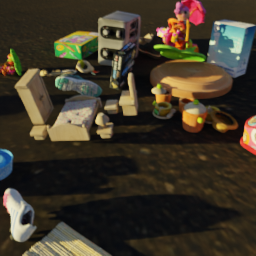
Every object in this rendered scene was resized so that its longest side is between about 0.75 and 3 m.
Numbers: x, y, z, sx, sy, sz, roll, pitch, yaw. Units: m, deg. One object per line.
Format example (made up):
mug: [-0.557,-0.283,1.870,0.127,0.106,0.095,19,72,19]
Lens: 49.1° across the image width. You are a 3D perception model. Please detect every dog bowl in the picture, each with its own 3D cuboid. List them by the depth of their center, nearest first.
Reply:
dog bowl: [-3.102,0.962,5.912,0.781,0.347,1.401,24,40,33]

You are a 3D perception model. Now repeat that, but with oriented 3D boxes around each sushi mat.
sushi mat: [-0.707,2.134,4.268,1.831,0.111,0.876,21,39,29]

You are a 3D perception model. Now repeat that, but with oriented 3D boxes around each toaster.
toaster: [-0.362,-3.862,12.147,1.287,1.962,2.169,15,34,14]

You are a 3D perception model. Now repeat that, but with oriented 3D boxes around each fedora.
fedora: [2.521,-0.133,7.547,0.844,0.344,0.844,12,34,-9]

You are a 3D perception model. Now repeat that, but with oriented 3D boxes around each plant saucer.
plant saucer: [2.319,-1.935,10.417,3.001,0.484,3.001,0,32,0]

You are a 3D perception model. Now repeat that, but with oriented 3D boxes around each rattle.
rattle: [-1.674,-2.276,11.298,0.888,0.634,0.578,24,43,-13]

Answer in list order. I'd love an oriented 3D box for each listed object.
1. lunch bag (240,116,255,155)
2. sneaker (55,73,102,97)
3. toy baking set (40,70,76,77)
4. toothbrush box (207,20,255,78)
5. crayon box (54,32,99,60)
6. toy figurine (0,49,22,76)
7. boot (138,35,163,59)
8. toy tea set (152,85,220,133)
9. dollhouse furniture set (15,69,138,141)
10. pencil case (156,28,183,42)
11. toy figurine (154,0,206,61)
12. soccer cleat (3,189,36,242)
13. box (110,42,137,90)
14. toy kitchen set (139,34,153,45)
lunch bag: [3.836,0.286,6.424,1.974,0.809,1.739,-11,31,-28]
sneaker: [-1.607,-1.495,9.364,1.518,0.589,0.693,16,33,-12]
toy baking set: [-2.530,-1.998,10.115,1.190,0.180,1.551,-7,8,-22]
toothbrush box: [3.952,-3.094,10.921,0.807,1.891,1.385,-22,37,-34]
crayon box: [-2.330,-4.024,13.535,1.386,0.680,2.334,11,34,17]
toy figurine: [-4.930,-2.392,11.079,1.137,0.928,1.236,-19,60,-5]
boot: [1.022,-3.857,12.810,1.448,1.002,0.561,34,37,32]
toy tea set: [1.532,-0.733,8.109,2.337,0.865,1.390,26,40,34]
dollhouse furniture set: [-1.301,-0.637,7.070,2.868,1.269,1.486,-1,40,12]
pencil case: [2.159,-4.784,14.745,0.742,0.742,1.679,-15,35,-23]
toy figurine: [2.101,-3.875,10.746,2.373,2.184,1.782,4,7,-42]
soccer cleat: [-1.863,1.441,4.915,0.477,0.386,1.105,-42,50,9]
box: [-0.159,-2.280,10.189,0.367,1.267,1.594,18,35,11]
toy kitchen set: [0.817,-3.994,13.704,0.933,0.841,0.761,-27,-4,36]
